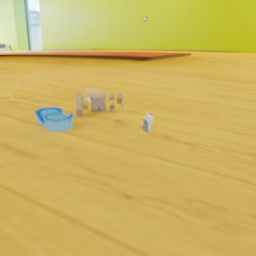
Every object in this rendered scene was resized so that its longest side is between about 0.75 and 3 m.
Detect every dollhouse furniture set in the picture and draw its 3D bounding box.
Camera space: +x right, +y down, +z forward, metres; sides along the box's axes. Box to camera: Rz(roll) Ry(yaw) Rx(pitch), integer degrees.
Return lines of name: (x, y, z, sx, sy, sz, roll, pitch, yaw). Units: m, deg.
dollhouse furniture set: (-1.241, -0.901, 12.449, 2.004, 1.039, 0.887, -2, 59, -4)

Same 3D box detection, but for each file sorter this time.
file sorter: (-1.838, -1.717, 14.832, 0.663, 0.595, 0.955, -11, 23, -26)

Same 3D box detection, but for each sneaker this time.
sneaker: (0.705, -0.145, 9.677, 0.363, 0.995, 0.352, 38, 68, 14)

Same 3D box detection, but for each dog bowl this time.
dog bowl: (-2.964, -0.354, 11.224, 1.127, 0.501, 2.022, -16, 25, -37)
